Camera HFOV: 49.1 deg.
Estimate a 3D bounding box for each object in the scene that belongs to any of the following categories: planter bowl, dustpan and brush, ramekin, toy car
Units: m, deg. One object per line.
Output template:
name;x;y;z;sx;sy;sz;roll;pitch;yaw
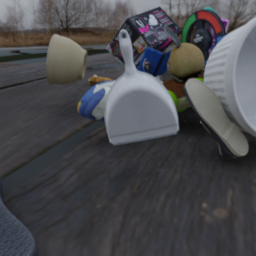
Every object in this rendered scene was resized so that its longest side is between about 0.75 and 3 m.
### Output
planter bowl;-2.093;-2.310;9.879;1.165;1.730;1.730;8;19;-4
dustpan and brush;0.122;-0.761;5.429;1.494;2.141;0.613;-10;36;5
ramekin;3.097;-1.141;6.496;2.771;2.771;1.454;-7;8;-18
toy car;1.525;-1.755;8.355;1.903;2.412;1.982;-16;-2;23

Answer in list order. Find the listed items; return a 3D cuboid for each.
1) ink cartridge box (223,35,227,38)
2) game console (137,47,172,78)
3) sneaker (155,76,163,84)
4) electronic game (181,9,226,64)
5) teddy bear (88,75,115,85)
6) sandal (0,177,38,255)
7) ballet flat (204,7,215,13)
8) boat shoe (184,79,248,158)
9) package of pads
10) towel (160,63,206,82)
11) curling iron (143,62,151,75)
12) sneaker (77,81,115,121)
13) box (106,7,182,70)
ink cartridge box;3.898;-2.549;8.373;1.644;1.189;0.692;-24;12;14
game console;0.919;-2.210;9.258;0.914;1.071;0.633;24;48;0
sneaker;0.916;-2.488;12.203;0.924;1.859;0.724;-30;8;-15
electronic game;2.578;-3.046;9.783;0.422;2.027;2.027;-17;25;-28
teddy bear;-1.325;-2.461;14.542;1.474;0.492;1.069;14;22;33
sandal;-2.198;1.312;4.094;1.015;0.572;2.671;-21;37;-31
ballet flat;3.294;-4.140;11.271;0.746;0.780;2.215;34;6;19
boat shoe;1.757;-0.143;6.068;0.720;1.982;0.621;-41;5;-32
package of pads;3.063;-3.237;10.187;0.865;1.435;0.543;-10;35;-24
towel;2.325;-1.801;10.314;2.297;0.983;1.902;34;0;-34
curling iron;0.572;-1.797;8.352;0.192;0.372;1.501;-6;16;9
sneaker;-0.066;-0.477;7.453;1.217;1.039;2.761;48;30;23
box;0.587;-3.177;10.079;2.311;1.326;1.527;-39;-1;-44
